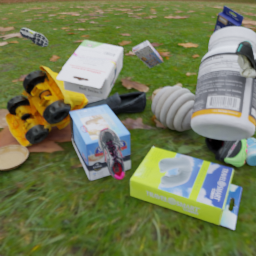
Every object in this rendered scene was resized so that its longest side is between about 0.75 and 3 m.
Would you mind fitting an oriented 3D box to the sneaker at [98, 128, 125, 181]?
[{"bbox_3d":[-0.343,0.625,6.826,0.534,1.325,0.495,-20,8,-9],"label":"sneaker"}]

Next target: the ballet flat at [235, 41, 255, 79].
[{"bbox_3d":[2.723,-1.432,6.420,0.419,1.225,0.417,-51,36,-8],"label":"ballet flat"}]

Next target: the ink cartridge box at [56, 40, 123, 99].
[{"bbox_3d":[-0.721,-1.115,5.606,0.900,0.517,1.537,14,44,7],"label":"ink cartridge box"}]

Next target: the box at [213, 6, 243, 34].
[{"bbox_3d":[3.970,-3.902,11.327,0.280,1.729,1.047,-30,58,-18],"label":"box"}]

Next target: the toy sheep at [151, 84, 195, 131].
[{"bbox_3d":[2.010,-0.773,11.236,1.891,1.891,2.743,-25,45,-34],"label":"toy sheep"}]

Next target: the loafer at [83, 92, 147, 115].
[{"bbox_3d":[-0.572,-1.104,12.365,2.871,1.008,0.975,-9,43,-13],"label":"loafer"}]

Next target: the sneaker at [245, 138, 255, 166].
[{"bbox_3d":[4.771,0.731,9.812,1.673,0.666,1.092,-2,33,-5],"label":"sneaker"}]

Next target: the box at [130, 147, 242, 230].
[{"bbox_3d":[1.756,1.658,8.277,2.985,0.711,1.820,14,35,22],"label":"box"}]

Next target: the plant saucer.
[{"bbox_3d":[-4.123,1.073,9.648,1.355,0.240,1.355,0,32,0],"label":"plant saucer"}]

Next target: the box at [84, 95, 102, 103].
[{"bbox_3d":[-2.033,-2.239,14.058,1.575,1.234,2.532,-6,33,-8],"label":"box"}]

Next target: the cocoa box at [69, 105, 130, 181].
[{"bbox_3d":[-1.008,0.399,9.564,1.487,1.463,2.230,-13,34,-20],"label":"cocoa box"}]

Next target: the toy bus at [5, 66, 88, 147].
[{"bbox_3d":[-2.926,-0.748,10.933,1.897,2.796,2.684,51,21,16],"label":"toy bus"}]

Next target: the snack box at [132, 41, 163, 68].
[{"bbox_3d":[0.938,-3.317,12.874,0.751,0.254,2.090,-23,-16,20],"label":"snack box"}]

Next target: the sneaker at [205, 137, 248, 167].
[{"bbox_3d":[3.416,0.208,10.227,1.233,1.130,2.944,6,31,1],"label":"sneaker"}]

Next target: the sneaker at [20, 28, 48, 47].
[{"bbox_3d":[-2.969,-2.918,8.958,0.945,0.366,0.376,29,18,-6],"label":"sneaker"}]

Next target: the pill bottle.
[{"bbox_3d":[2.728,-1.177,7.686,1.634,1.634,2.808,9,74,14],"label":"pill bottle"}]
